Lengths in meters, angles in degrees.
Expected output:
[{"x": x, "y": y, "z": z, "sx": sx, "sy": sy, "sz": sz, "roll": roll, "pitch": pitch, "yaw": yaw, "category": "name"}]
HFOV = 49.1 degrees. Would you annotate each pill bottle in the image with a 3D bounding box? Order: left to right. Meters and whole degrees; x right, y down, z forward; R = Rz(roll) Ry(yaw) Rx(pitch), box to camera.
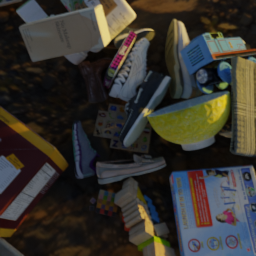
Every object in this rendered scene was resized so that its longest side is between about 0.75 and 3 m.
[{"x": -1.120, "y": -3.254, "z": 8.919, "sx": 2.497, "sy": 1.428, "sz": 1.428, "roll": -39, "pitch": 71, "yaw": 15, "category": "pill bottle"}]

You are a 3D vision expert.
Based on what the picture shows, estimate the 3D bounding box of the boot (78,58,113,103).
[{"x": -0.841, "y": -1.509, "z": 9.143, "sx": 1.348, "sy": 0.465, "sz": 1.447, "roll": -16, "pitch": 78, "yaw": -24, "category": "boot"}]

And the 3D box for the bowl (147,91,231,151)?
[{"x": 1.804, "y": -0.097, "z": 7.823, "sx": 2.304, "sy": 2.304, "sz": 1.240, "roll": -18, "pitch": 96, "yaw": -7, "category": "bowl"}]

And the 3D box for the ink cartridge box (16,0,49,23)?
[{"x": -3.387, "y": -4.031, "z": 10.152, "sx": 0.760, "sy": 0.250, "sz": 1.044, "roll": -45, "pitch": 109, "yaw": -14, "category": "ink cartridge box"}]

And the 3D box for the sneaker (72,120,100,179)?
[{"x": -1.239, "y": 0.608, "z": 8.247, "sx": 0.754, "sy": 0.641, "sz": 1.722, "roll": -4, "pitch": 78, "yaw": -13, "category": "sneaker"}]

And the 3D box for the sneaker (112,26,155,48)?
[{"x": 0.060, "y": -3.433, "z": 9.804, "sx": 1.559, "sy": 0.593, "sz": 1.127, "roll": -16, "pitch": 60, "yaw": -20, "category": "sneaker"}]

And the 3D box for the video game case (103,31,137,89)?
[{"x": -0.290, "y": -2.127, "z": 8.883, "sx": 0.266, "sy": 1.347, "sz": 1.486, "roll": 29, "pitch": 70, "yaw": -5, "category": "video game case"}]

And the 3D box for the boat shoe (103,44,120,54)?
[{"x": -0.499, "y": -2.756, "z": 9.730, "sx": 0.779, "sy": 0.280, "sz": 0.263, "roll": -3, "pitch": 60, "yaw": -7, "category": "boat shoe"}]

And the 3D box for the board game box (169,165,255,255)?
[{"x": 2.397, "y": 2.261, "z": 7.482, "sx": 2.247, "sy": 0.641, "sz": 2.295, "roll": -4, "pitch": 68, "yaw": -2, "category": "board game box"}]

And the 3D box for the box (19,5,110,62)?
[{"x": -1.739, "y": -2.662, "z": 7.926, "sx": 2.243, "sy": 1.065, "sz": 0.872, "roll": -9, "pitch": 28, "yaw": 14, "category": "box"}]

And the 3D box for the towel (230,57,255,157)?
[{"x": 3.658, "y": -0.485, "z": 7.713, "sx": 2.527, "sy": 0.453, "sz": 2.625, "roll": 6, "pitch": 83, "yaw": -29, "category": "towel"}]

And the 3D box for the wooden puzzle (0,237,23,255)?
[{"x": -4.389, "y": 3.805, "z": 6.841, "sx": 2.722, "sy": 0.680, "sz": 2.939, "roll": 32, "pitch": 71, "yaw": 12, "category": "wooden puzzle"}]

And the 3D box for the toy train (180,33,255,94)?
[{"x": 2.904, "y": -2.032, "z": 8.469, "sx": 2.759, "sy": 1.196, "sz": 1.576, "roll": -17, "pitch": 84, "yaw": -35, "category": "toy train"}]

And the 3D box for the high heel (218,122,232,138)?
[{"x": 3.496, "y": -0.673, "z": 8.462, "sx": 2.537, "sy": 0.906, "sz": 1.808, "roll": -10, "pitch": 74, "yaw": -22, "category": "high heel"}]

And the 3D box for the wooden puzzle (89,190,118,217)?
[{"x": -0.568, "y": 2.053, "z": 7.632, "sx": 1.031, "sy": 0.072, "sz": 0.611, "roll": 22, "pitch": 68, "yaw": -24, "category": "wooden puzzle"}]

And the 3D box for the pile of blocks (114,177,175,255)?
[{"x": 0.371, "y": 2.629, "z": 7.377, "sx": 0.803, "sy": 1.060, "sz": 2.583, "roll": -40, "pitch": 57, "yaw": 27, "category": "pile of blocks"}]

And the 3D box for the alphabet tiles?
[{"x": -0.151, "y": -0.025, "z": 8.729, "sx": 1.745, "sy": 0.066, "sz": 1.459, "roll": 9, "pitch": 69, "yaw": 4, "category": "alphabet tiles"}]

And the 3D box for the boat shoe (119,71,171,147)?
[{"x": 0.360, "y": -0.631, "z": 8.463, "sx": 0.801, "sy": 1.004, "sz": 2.655, "roll": 28, "pitch": 63, "yaw": 14, "category": "boat shoe"}]

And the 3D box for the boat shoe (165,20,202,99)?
[{"x": 1.825, "y": -2.238, "z": 9.176, "sx": 0.960, "sy": 1.049, "sz": 2.806, "roll": 1, "pitch": 73, "yaw": -8, "category": "boat shoe"}]

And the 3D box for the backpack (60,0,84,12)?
[{"x": -1.640, "y": -5.044, "z": 9.695, "sx": 1.762, "sy": 2.078, "sz": 2.341, "roll": -39, "pitch": 83, "yaw": -11, "category": "backpack"}]

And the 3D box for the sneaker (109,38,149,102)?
[{"x": 0.234, "y": -1.854, "z": 9.131, "sx": 0.961, "sy": 0.891, "sz": 2.372, "roll": 27, "pitch": 71, "yaw": -6, "category": "sneaker"}]

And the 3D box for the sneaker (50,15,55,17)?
[{"x": -2.965, "y": -3.366, "z": 9.810, "sx": 0.710, "sy": 0.535, "sz": 1.518, "roll": 9, "pitch": 72, "yaw": 0, "category": "sneaker"}]

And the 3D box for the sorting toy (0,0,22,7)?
[{"x": -4.606, "y": -4.866, "z": 10.363, "sx": 1.211, "sy": 0.239, "sz": 1.309, "roll": -18, "pitch": 49, "yaw": -7, "category": "sorting toy"}]

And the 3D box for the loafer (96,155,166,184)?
[{"x": 0.079, "y": 1.038, "z": 7.823, "sx": 1.979, "sy": 0.712, "sz": 0.622, "roll": -14, "pitch": 89, "yaw": -10, "category": "loafer"}]

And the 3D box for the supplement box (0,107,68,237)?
[{"x": -3.436, "y": 1.050, "z": 7.417, "sx": 2.465, "sy": 1.659, "sz": 2.499, "roll": 34, "pitch": 72, "yaw": 13, "category": "supplement box"}]
